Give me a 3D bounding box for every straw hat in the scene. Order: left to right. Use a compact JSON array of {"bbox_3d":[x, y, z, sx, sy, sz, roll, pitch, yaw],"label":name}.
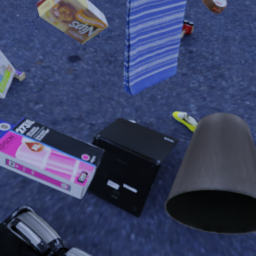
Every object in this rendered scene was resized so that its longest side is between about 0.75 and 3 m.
[{"bbox_3d":[0.131,1.119,8.385,1.293,0.547,1.293,-6,58,10],"label":"straw hat"}]

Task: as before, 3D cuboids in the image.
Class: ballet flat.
[{"bbox_3d":[2.028,-0.296,9.714,0.384,0.385,1.148,-31,56,-24],"label":"ballet flat"}]

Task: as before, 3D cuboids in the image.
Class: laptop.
[{"bbox_3d":[-0.005,1.027,8.497,2.200,1.282,2.483,21,86,20],"label":"laptop"}]

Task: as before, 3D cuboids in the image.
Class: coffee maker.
[{"bbox_3d":[-2.095,3.293,6.123,2.362,1.591,2.268,28,77,23],"label":"coffee maker"}]

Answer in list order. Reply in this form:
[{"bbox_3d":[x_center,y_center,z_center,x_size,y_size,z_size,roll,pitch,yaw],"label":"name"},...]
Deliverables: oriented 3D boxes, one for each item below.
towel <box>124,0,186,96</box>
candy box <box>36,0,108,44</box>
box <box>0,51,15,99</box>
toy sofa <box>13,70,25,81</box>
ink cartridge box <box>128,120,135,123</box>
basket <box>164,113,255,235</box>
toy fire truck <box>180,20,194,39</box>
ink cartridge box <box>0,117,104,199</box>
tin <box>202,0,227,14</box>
[{"bbox_3d":[0.734,-2.251,7.243,1.954,2.699,0.322,-27,49,-28],"label":"towel"},{"bbox_3d":[-1.692,-3.535,8.828,1.168,2.024,0.560,-27,70,23],"label":"candy box"},{"bbox_3d":[-5.240,-2.238,9.846,1.226,2.418,1.360,9,68,8],"label":"box"},{"bbox_3d":[-4.576,-2.232,11.368,0.760,0.371,0.315,24,54,20],"label":"toy sofa"},{"bbox_3d":[-0.130,0.135,9.369,0.596,0.349,0.825,10,52,8],"label":"ink cartridge box"},{"bbox_3d":[2.490,1.080,7.580,2.551,1.924,2.829,-7,39,29],"label":"basket"},{"bbox_3d":[2.410,-4.594,13.249,1.018,0.744,1.157,29,45,22],"label":"toy fire truck"},{"bbox_3d":[-2.194,0.555,6.850,2.980,0.553,1.411,20,36,3],"label":"ink cartridge box"},{"bbox_3d":[3.068,-4.956,10.170,0.998,0.373,1.782,7,66,-25],"label":"tin"}]
